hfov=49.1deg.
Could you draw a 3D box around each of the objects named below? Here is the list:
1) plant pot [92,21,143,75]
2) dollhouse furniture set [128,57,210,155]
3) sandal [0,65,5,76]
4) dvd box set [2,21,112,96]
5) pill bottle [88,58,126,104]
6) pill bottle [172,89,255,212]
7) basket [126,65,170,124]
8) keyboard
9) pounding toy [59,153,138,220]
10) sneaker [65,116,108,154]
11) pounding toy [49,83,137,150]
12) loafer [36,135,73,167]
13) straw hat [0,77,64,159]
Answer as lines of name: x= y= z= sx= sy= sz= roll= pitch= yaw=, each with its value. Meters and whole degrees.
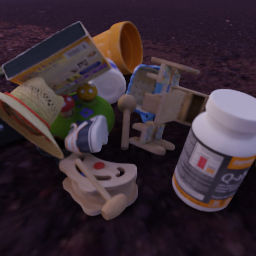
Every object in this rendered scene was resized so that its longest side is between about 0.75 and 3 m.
plant pot: x=-0.604 y=-2.913 z=10.620 sx=1.708 sy=1.865 sz=1.865 roll=0 pitch=28 yaw=29
dollhouse furniture set: x=1.249 y=-0.397 z=6.270 sx=1.391 sy=1.836 sz=2.095 roll=22 pitch=15 yaw=23
sandal: x=-5.127 y=-2.170 z=10.515 sx=0.598 sy=0.429 sz=1.505 roll=27 pitch=40 yaw=37
dvd box set: x=-1.313 y=-1.267 z=5.906 sx=1.635 sy=0.329 sz=2.235 roll=-28 pitch=-6 yaw=6
pill bottle: x=-0.821 y=-1.617 z=8.919 sx=1.122 sy=1.122 sz=1.875 roll=-8 pitch=31 yaw=-13
pill bottle: x=1.493 y=0.401 z=4.675 sx=1.105 sy=1.898 sz=1.105 roll=8 pitch=36 yaw=-6
basket: x=0.573 y=-1.004 z=7.515 sx=1.154 sy=1.463 sz=1.659 roll=15 pitch=18 yaw=-9
keyboard: x=-3.445 y=-0.011 z=6.805 sx=2.569 sy=0.330 sz=1.543 roll=-21 pitch=55 yaw=-34
pounding toy: x=-0.445 y=0.767 z=4.931 sx=1.076 sy=1.079 sz=1.881 roll=-22 pitch=33 yaw=-32
sneaker: x=-0.780 y=0.108 z=5.493 sx=0.636 sy=0.629 sz=1.603 roll=-6 pitch=6 yaw=5
pounding toy: x=-0.959 y=-0.485 z=6.717 sx=2.208 sy=1.025 sz=1.704 roll=6 pitch=48 yaw=8
loafer: x=-1.562 y=0.377 z=6.131 sx=1.514 sy=0.547 sz=0.551 roll=26 pitch=38 yaw=35
straw hat: x=-1.728 y=-0.414 z=5.205 sx=2.241 sy=2.241 sz=0.948 roll=23 pitch=67 yaw=33
